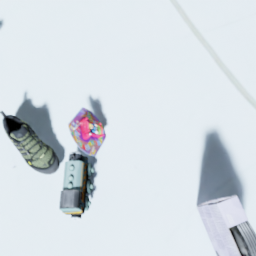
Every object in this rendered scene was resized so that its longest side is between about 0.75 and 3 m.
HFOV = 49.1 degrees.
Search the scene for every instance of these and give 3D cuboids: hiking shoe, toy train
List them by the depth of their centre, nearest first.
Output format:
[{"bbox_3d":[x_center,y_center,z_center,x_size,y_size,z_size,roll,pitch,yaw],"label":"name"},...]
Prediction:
[{"bbox_3d":[-1.724,1.885,9.349,0.947,1.266,2.221,-2,65,7],"label":"toy train"},{"bbox_3d":[-3.555,0.579,9.831,2.754,1.386,1.043,41,76,12],"label":"hiking shoe"}]

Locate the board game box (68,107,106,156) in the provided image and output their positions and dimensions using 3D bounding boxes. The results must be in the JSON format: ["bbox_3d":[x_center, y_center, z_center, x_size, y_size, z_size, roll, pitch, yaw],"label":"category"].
[{"bbox_3d":[-1.267,0.055,9.817,0.365,1.873,1.480,-27,110,30],"label":"board game box"}]

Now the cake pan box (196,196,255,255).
[{"bbox_3d":[3.030,3.323,8.250,0.700,2.674,2.463,-21,72,-6],"label":"cake pan box"}]
